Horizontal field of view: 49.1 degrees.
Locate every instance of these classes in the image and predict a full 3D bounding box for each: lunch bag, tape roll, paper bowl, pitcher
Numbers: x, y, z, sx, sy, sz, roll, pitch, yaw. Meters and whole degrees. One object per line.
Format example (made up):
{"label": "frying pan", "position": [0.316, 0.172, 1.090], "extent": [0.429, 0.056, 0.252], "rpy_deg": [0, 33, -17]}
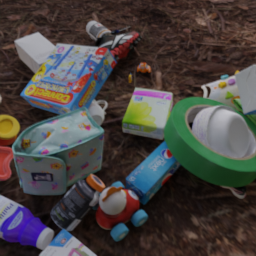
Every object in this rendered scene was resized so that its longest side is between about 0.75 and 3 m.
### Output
{"label": "lunch bag", "position": [-1.823, 0.740, 7.340], "extent": [2.218, 1.889, 1.352], "rpy_deg": [-26, 59, -29]}
{"label": "tape roll", "position": [2.539, 0.298, 8.096], "extent": [2.979, 0.716, 2.979], "rpy_deg": [12, 41, -11]}
{"label": "paper bowl", "position": [2.708, 0.256, 7.883], "extent": [0.930, 1.788, 1.788], "rpy_deg": [-11, 29, 52]}
{"label": "pitcher", "position": [-1.109, -0.567, 9.460], "extent": [1.048, 0.740, 1.221], "rpy_deg": [-10, 37, -16]}

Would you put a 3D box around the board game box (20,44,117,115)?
{"label": "board game box", "position": [-2.033, -1.661, 9.503], "extent": [2.479, 0.693, 2.428], "rpy_deg": [15, 66, 32]}

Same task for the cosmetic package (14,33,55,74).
{"label": "cosmetic package", "position": [-3.549, -2.921, 11.402], "extent": [1.161, 0.915, 2.157], "rpy_deg": [-31, 54, -25]}

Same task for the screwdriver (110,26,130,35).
{"label": "screwdriver", "position": [-0.322, -3.920, 11.309], "extent": [1.417, 0.198, 0.206], "rpy_deg": [18, 77, 58]}

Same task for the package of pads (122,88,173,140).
{"label": "package of pads", "position": [0.717, -0.506, 9.422], "extent": [1.427, 0.630, 1.847], "rpy_deg": [11, 49, 11]}

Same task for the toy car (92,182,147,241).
{"label": "toy car", "position": [-0.260, 1.794, 6.850], "extent": [1.197, 1.353, 1.247], "rpy_deg": [-28, 54, -23]}

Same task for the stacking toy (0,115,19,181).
{"label": "stacking toy", "position": [-3.414, 0.829, 8.380], "extent": [1.845, 0.861, 2.038], "rpy_deg": [21, 50, -18]}

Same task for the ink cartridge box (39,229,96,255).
{"label": "ink cartridge box", "position": [-1.244, 3.090, 6.201], "extent": [1.351, 0.572, 0.976], "rpy_deg": [29, 54, 22]}

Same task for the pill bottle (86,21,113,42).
{"label": "pill bottle", "position": [-1.310, -4.280, 12.726], "extent": [0.794, 0.794, 1.365], "rpy_deg": [-26, 53, -22]}

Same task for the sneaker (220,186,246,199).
{"label": "sneaker", "position": [2.865, 1.501, 7.751], "extent": [0.955, 0.412, 0.384], "rpy_deg": [33, 54, 27]}

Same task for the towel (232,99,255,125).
{"label": "towel", "position": [4.611, -0.436, 9.192], "extent": [2.122, 0.326, 1.583], "rpy_deg": [-4, 42, -27]}

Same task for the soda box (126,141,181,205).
{"label": "soda box", "position": [0.846, 1.146, 7.905], "extent": [0.692, 0.654, 2.039], "rpy_deg": [33, 56, 27]}

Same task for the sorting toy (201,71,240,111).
{"label": "sorting toy", "position": [3.427, -1.352, 10.222], "extent": [1.415, 0.840, 1.572], "rpy_deg": [-9, 46, 15]}

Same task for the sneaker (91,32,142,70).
{"label": "sneaker", "position": [-0.549, -3.435, 11.648], "extent": [1.369, 0.990, 2.802], "rpy_deg": [40, 57, 5]}

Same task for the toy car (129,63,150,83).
{"label": "toy car", "position": [0.478, -2.210, 11.123], "extent": [0.577, 0.391, 1.176], "rpy_deg": [19, 50, 17]}

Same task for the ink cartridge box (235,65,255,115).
{"label": "ink cartridge box", "position": [4.533, -1.140, 8.661], "extent": [2.289, 0.770, 1.330], "rpy_deg": [-2, 77, -25]}

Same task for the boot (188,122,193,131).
{"label": "boot", "position": [1.868, 0.125, 9.041], "extent": [0.754, 0.340, 0.920], "rpy_deg": [-12, 41, -14]}

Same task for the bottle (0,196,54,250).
{"label": "bottle", "position": [-2.794, 2.318, 6.836], "extent": [2.026, 0.661, 0.846], "rpy_deg": [19, 53, 17]}

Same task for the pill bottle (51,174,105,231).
{"label": "pill bottle", "position": [-1.197, 1.795, 6.906], "extent": [1.371, 0.728, 0.728], "rpy_deg": [-48, 58, 2]}
